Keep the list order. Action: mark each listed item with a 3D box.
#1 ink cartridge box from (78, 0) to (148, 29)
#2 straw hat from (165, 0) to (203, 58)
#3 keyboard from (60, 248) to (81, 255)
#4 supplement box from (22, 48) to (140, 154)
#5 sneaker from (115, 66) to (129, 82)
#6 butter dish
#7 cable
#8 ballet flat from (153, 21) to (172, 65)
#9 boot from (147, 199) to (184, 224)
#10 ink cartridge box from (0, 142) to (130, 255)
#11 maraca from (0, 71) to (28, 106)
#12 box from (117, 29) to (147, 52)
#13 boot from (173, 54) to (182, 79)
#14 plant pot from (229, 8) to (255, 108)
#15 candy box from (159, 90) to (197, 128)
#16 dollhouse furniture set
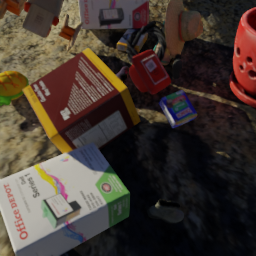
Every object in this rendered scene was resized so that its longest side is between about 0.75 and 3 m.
[{"bbox_3d":[-0.637,-5.561,12.328,2.999,2.213,1.284,-3,29,-2],"label":"ink cartridge box"},{"bbox_3d":[2.291,-3.892,10.660,1.030,2.435,2.435,6,45,27],"label":"straw hat"},{"bbox_3d":[-1.437,2.774,6.035,0.895,0.115,0.537,29,48,25],"label":"keyboard"},{"bbox_3d":[-1.307,-0.628,7.889,2.249,1.493,2.218,-35,54,-7],"label":"supplement box"},{"bbox_3d":[-0.157,-1.977,10.403,0.352,0.297,0.805,26,56,21],"label":"sneaker"},{"bbox_3d":[0.581,-1.816,9.767,1.415,1.046,1.411,-37,98,-43],"label":"butter dish"},{"bbox_3d":[0.676,-3.144,10.777,1.679,0.523,2.058,-10,67,19],"label":"cable"},{"bbox_3d":[1.609,-3.453,11.492,0.875,0.886,2.602,16,57,5],"label":"ballet flat"},{"bbox_3d":[0.971,1.863,6.269,0.973,0.636,0.329,15,50,-23],"label":"boot"},{"bbox_3d":[-1.482,1.654,6.337,2.502,1.051,1.812,-22,49,-24],"label":"ink cartridge box"},{"bbox_3d":[-4.054,-1.322,9.389,1.107,0.864,1.615,19,51,7],"label":"maraca"},{"bbox_3d":[0.224,-3.806,12.120,0.932,0.325,1.566,15,46,13],"label":"box"},{"bbox_3d":[1.869,-2.456,10.486,0.328,0.823,0.999,12,49,6],"label":"boot"},{"bbox_3d":[4.728,-2.168,8.995,2.828,2.575,2.828,0,47,0],"label":"plant pot"},{"bbox_3d":[1.537,-0.586,8.651,0.806,0.367,0.953,-23,75,-15],"label":"candy box"},{"bbox_3d":[-3.227,-3.822,10.139,2.908,2.876,1.498,22,86,-21],"label":"dollhouse furniture set"}]
